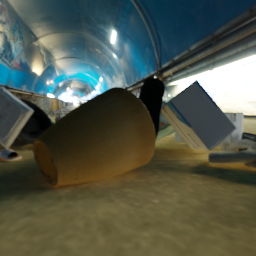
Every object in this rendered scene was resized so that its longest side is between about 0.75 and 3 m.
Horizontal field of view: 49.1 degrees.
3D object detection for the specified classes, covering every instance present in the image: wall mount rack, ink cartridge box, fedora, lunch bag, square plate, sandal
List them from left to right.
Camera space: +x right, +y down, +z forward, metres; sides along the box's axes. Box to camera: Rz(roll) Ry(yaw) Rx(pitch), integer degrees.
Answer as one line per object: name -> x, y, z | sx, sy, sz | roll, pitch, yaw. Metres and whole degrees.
square plate -> -4.101, -0.368, 9.165 | 1.577, 1.562, 0.224 | 36, 3, 15
sandal -> -3.568, 0.755, 8.095 | 1.023, 0.293, 0.392 | 2, 5, 23
fedora -> -3.912, -0.025, 10.367 | 1.078, 2.360, 2.360 | -38, -9, 19
wall mount rack -> -3.523, -0.724, 14.591 | 1.366, 0.509, 1.187 | -27, 11, -35
lunch bag -> 0.943, -0.127, 10.708 | 1.722, 1.381, 0.664 | -28, -36, 10
ink cartridge box -> 2.038, -0.302, 8.792 | 1.036, 1.795, 2.474 | -40, -2, -1

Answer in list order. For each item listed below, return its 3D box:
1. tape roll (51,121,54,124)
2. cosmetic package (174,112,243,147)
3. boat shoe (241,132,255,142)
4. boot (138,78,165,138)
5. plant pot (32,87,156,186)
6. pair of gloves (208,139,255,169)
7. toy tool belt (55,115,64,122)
tape roll -> -3.405, 0.099, 11.820 | 0.846, 0.846, 0.203 | -2, 21, -24
cosmetic package -> 3.074, 0.016, 10.947 | 0.960, 1.318, 2.593 | -4, 7, -42
boat shoe -> 4.703, 0.465, 9.439 | 0.649, 0.613, 1.810 | -5, 10, -40
boot -> 0.424, -0.084, 8.742 | 0.985, 2.662, 2.182 | 17, -18, 2
plant pot -> -0.806, 0.305, 5.767 | 2.035, 1.897, 1.897 | -23, 18, -37
pair of gloves -> 3.760, 0.662, 7.811 | 2.544, 0.525, 2.992 | 2, 4, 31
toy tool belt -> -3.425, -0.124, 14.438 | 0.672, 1.076, 0.661 | -8, 22, -16
